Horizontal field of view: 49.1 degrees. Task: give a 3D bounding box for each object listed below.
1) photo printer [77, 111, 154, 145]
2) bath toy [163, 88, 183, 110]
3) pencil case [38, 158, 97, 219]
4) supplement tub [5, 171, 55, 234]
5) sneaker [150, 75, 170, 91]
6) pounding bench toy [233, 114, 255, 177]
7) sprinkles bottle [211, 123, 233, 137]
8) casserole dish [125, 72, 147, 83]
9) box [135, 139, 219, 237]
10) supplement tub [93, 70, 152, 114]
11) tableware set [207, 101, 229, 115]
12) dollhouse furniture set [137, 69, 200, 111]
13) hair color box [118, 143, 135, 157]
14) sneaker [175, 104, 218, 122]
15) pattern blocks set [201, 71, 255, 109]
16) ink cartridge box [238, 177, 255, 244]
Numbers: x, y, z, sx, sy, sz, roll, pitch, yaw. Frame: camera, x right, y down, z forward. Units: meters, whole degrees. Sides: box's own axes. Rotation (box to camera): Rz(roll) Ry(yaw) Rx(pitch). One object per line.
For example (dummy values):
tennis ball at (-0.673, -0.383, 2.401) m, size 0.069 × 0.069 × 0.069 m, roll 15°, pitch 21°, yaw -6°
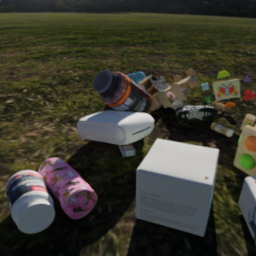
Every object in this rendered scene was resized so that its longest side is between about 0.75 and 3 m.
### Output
photo printer at (-0.354, -0.054, 9.895) m, size 2.283 × 0.793 × 1.899 m, roll 8°, pitch 19°, yaw 36°
bath toy at (2.092, -1.287, 13.026) m, size 0.824 × 0.700 × 1.895 m, roll -32°, pitch 26°, yaw 5°
pencil case at (-1.602, 1.484, 7.175) m, size 1.977 × 0.818 × 0.855 m, roll 27°, pitch 77°, yaw 47°
supplement tub at (-2.330, 1.720, 6.640) m, size 0.935 × 0.935 × 1.332 m, roll -14°, pitch 32°, yaw -26°
sneaker at (1.737, -2.177, 14.547) m, size 1.973 × 0.809 × 0.737 m, roll 28°, pitch 37°, yaw 34°
pounding bench toy at (3.988, 0.486, 8.455) m, size 1.792 × 1.427 × 2.298 m, roll -18°, pitch 35°, yaw -30°
sprinkles bottle at (3.567, 0.070, 10.696) m, size 0.284 × 0.284 × 0.832 m, roll -19°, pitch 32°, yaw -32°
casserole dish at (0.084, -2.478, 14.278) m, size 1.818 × 0.353 × 1.101 m, roll -14°, pitch -2°, yaw 4°
box at (1.216, 1.349, 6.831) m, size 1.673 × 1.440 × 1.681 m, roll 10°, pitch 28°, yaw 19°
supplement tub at (-0.209, -1.311, 11.014) m, size 1.359 × 1.359 × 2.541 m, roll 25°, pitch -2°, yaw 41°
tableware set at (3.911, -0.825, 12.559) m, size 1.074 × 0.215 × 0.710 m, roll -25°, pitch 52°, yaw -30°
dollhouse furniture set at (1.676, -1.833, 12.159) m, size 2.135 × 1.389 × 1.961 m, roll -23°, pitch 14°, yaw 40°
hair color box at (-0.064, 0.657, 9.554) m, size 0.416 × 0.255 × 0.841 m, roll -6°, pitch 26°, yaw -13°
sneaker at (2.835, -0.719, 11.890) m, size 1.863 × 0.619 × 0.843 m, roll -5°, pitch 29°, yaw -8°
pattern blocks set at (4.292, -1.635, 12.145) m, size 1.997 × 1.755 × 0.162 m, roll -19°, pitch 24°, yaw 28°
ink cartridge box at (3.511, 2.071, 5.947) m, size 1.580 × 0.927 × 2.158 m, roll 2°, pitch 26°, yaw 2°
